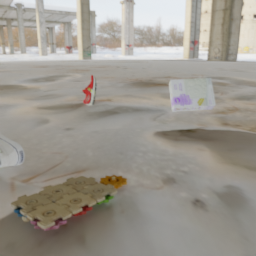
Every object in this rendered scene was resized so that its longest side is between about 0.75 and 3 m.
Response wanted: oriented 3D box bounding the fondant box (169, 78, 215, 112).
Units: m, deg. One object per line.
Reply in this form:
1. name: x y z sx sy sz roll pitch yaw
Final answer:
1. fondant box: 2.544 -1.330 11.234 1.665 1.201 0.485 -4 -18 -2

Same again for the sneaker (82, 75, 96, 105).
1. sneaker: -1.718 -1.692 12.329 0.588 1.384 0.533 7 -9 0

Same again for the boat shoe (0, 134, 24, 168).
1. boat shoe: -3.212 0.486 6.446 1.898 0.683 0.624 21 21 30

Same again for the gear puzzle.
1. gear puzzle: -0.838 1.184 4.832 1.079 0.273 2.084 12 17 40
